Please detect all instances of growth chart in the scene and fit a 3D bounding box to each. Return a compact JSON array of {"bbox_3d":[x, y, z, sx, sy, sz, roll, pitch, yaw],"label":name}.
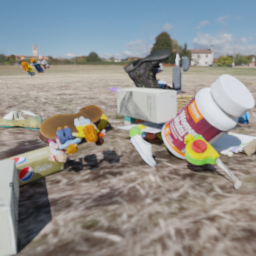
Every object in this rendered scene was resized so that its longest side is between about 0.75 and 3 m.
[{"bbox_3d":[3.689,0.531,9.865,2.537,0.225,1.836,-10,18,-35],"label":"growth chart"}]

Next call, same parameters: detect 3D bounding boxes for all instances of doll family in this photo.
[{"bbox_3d":[-2.717,-1.767,8.061,0.883,0.548,0.398,-13,56,8],"label":"doll family"},{"bbox_3d":[-1.324,0.247,6.978,1.600,0.721,0.993,-25,43,-15],"label":"doll family"}]

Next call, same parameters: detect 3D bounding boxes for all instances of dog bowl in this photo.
[{"bbox_3d":[5.006,-0.705,12.737,1.449,0.359,0.808,37,-18,-36],"label":"dog bowl"}]

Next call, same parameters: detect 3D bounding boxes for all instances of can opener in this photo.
[{"bbox_3d":[2.282,-2.368,12.008,0.718,0.573,2.148,-5,50,16],"label":"can opener"}]

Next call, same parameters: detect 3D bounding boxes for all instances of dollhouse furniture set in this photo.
[{"bbox_3d":[4.014,0.828,8.383,0.504,0.590,1.139,-40,14,6],"label":"dollhouse furniture set"}]

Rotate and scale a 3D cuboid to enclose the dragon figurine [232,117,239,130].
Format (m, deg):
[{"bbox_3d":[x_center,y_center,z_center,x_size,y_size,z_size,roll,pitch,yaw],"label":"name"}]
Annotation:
[{"bbox_3d":[4.266,-0.571,12.262,0.687,1.161,2.335,-4,14,-17],"label":"dragon figurine"}]

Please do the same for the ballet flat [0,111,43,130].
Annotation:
[{"bbox_3d":[-4.784,-0.375,12.312,2.313,0.817,0.817,4,15,17],"label":"ballet flat"}]

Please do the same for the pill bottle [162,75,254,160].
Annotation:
[{"bbox_3d":[2.227,-0.257,8.127,1.396,2.548,1.396,20,46,-22],"label":"pill bottle"}]

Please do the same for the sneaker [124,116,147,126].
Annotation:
[{"bbox_3d":[0.659,-0.424,12.550,1.824,0.729,0.651,6,15,21],"label":"sneaker"}]

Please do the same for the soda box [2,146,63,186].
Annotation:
[{"bbox_3d":[-2.531,0.998,7.205,0.586,0.554,1.732,19,26,39],"label":"soda box"}]

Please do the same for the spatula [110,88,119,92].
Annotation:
[{"bbox_3d":[0.531,-1.523,12.029,2.639,0.271,0.746,4,16,12],"label":"spatula"}]

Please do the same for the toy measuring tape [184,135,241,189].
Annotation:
[{"bbox_3d":[1.930,0.848,6.927,0.683,0.683,1.858,-9,45,-30],"label":"toy measuring tape"}]

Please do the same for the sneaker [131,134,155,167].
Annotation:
[{"bbox_3d":[0.508,0.637,7.947,0.371,1.049,0.383,-35,9,12],"label":"sneaker"}]

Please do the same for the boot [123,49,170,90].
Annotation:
[{"bbox_3d":[1.000,-1.706,10.617,0.831,2.090,2.400,-39,18,-34],"label":"boot"}]

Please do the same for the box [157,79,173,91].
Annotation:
[{"bbox_3d":[1.249,-1.269,12.098,0.883,1.605,0.279,30,-14,17],"label":"box"}]

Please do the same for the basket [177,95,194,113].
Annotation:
[{"bbox_3d":[2.824,-0.792,12.346,2.077,1.548,1.483,-2,15,-5],"label":"basket"}]

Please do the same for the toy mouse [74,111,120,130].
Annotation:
[{"bbox_3d":[-2.198,-0.363,12.593,2.587,0.563,2.911,8,17,28],"label":"toy mouse"}]

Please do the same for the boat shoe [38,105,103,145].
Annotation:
[{"bbox_3d":[-2.068,0.041,10.245,1.055,1.054,2.996,48,35,13],"label":"boat shoe"}]

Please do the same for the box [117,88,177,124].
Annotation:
[{"bbox_3d":[0.585,-0.851,9.913,0.858,1.031,2.509,-10,13,-31],"label":"box"}]

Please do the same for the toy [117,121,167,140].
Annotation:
[{"bbox_3d":[1.007,0.128,10.484,1.572,0.645,2.731,7,8,36],"label":"toy"}]

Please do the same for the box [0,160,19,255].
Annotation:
[{"bbox_3d":[-2.478,1.384,5.208,0.756,0.909,2.211,-6,17,-18],"label":"box"}]

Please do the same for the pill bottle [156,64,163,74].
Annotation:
[{"bbox_3d":[0.776,-2.531,11.940,1.299,0.752,0.752,-20,12,9],"label":"pill bottle"}]
